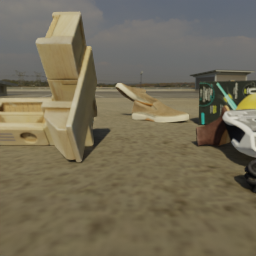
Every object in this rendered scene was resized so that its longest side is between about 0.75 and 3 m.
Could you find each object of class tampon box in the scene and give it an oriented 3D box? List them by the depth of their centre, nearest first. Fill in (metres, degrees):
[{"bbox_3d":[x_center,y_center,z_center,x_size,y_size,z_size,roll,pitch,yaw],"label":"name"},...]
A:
[{"bbox_3d":[3.510,-0.815,9.293,1.953,1.464,1.233,6,9,37],"label":"tampon box"}]

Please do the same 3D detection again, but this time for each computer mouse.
[{"bbox_3d":[2.198,0.277,4.157,1.543,0.617,2.814,-4,15,5],"label":"computer mouse"}]

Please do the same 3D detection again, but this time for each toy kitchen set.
[{"bbox_3d":[-1.776,-0.395,4.938,2.194,2.432,1.984,0,49,3],"label":"toy kitchen set"}]

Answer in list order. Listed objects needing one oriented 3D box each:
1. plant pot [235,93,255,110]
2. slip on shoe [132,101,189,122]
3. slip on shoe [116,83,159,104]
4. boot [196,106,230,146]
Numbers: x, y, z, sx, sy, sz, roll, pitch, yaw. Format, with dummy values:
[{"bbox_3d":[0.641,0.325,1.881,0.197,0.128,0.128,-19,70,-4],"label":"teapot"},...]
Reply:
[{"bbox_3d":[2.688,-0.101,6.050,0.791,1.114,1.114,-26,19,-27],"label":"plant pot"},{"bbox_3d":[1.184,-0.663,10.884,0.950,0.757,2.499,-7,10,-44],"label":"slip on shoe"},{"bbox_3d":[0.467,-1.456,12.429,2.308,0.699,0.878,31,-1,-28],"label":"slip on shoe"},{"bbox_3d":[1.727,-0.028,5.692,0.671,0.807,0.292,-3,10,2],"label":"boot"}]
